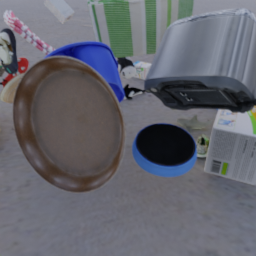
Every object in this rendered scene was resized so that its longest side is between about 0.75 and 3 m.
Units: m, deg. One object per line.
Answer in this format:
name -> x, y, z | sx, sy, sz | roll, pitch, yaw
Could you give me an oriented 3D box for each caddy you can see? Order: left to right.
caddy -> -1.084, -1.233, 6.947 | 1.770, 1.314, 2.504 | -20, -11, 4

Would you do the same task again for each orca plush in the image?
orca plush -> 0.077, -1.663, 12.445 | 1.544, 0.549, 0.812 | -8, 33, -12

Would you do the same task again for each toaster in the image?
toaster -> 1.888, -1.488, 6.542 | 2.962, 1.913, 1.683 | 6, -15, 44

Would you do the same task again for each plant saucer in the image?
plant saucer -> -1.190, -0.036, 5.675 | 2.763, 2.763, 0.443 | 16, 20, 24

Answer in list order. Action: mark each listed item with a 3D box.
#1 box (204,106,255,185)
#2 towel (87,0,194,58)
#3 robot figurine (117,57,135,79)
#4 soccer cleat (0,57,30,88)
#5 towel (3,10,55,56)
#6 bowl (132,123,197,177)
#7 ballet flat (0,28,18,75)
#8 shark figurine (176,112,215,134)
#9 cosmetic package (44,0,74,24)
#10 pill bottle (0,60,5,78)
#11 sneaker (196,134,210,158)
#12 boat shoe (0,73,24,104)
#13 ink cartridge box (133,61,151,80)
box -> 3.427, 0.103, 8.651 | 1.451, 1.611, 2.863 | 13, 33, 19
towel -> 0.399, -2.884, 7.921 | 2.775, 2.116, 0.325 | -8, 59, 0
robot figurine -> -0.103, -2.361, 10.780 | 0.731, 0.607, 0.973 | 0, 59, -43
soccer cleat -> -3.688, -1.799, 9.508 | 0.747, 1.754, 0.602 | -19, 76, -53
towel -> -2.633, -2.600, 8.934 | 0.405, 2.707, 1.981 | -51, 40, 4
bowl -> 0.892, 0.474, 6.849 | 1.602, 0.314, 1.602 | 1, 42, -1
ballet flat -> -3.364, -2.208, 7.715 | 0.550, 0.550, 1.505 | -11, 74, -17
shark figurine -> 2.575, -0.266, 10.222 | 1.450, 0.605, 0.866 | -4, 34, -3
cosmetic package -> -2.565, -4.462, 10.417 | 0.559, 0.990, 0.402 | -49, 10, -34
pill bottle -> -4.784, -2.231, 10.093 | 1.314, 0.743, 0.743 | -33, 9, 40
sneaker -> 2.446, 0.472, 9.077 | 0.460, 0.530, 1.197 | 9, 33, 14
boat shoe -> -3.098, -1.330, 9.113 | 0.758, 0.808, 2.193 | 34, 42, 8
ink cartridge box -> 0.714, -2.945, 14.365 | 0.910, 0.668, 0.665 | 18, 36, 28
